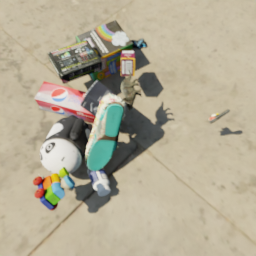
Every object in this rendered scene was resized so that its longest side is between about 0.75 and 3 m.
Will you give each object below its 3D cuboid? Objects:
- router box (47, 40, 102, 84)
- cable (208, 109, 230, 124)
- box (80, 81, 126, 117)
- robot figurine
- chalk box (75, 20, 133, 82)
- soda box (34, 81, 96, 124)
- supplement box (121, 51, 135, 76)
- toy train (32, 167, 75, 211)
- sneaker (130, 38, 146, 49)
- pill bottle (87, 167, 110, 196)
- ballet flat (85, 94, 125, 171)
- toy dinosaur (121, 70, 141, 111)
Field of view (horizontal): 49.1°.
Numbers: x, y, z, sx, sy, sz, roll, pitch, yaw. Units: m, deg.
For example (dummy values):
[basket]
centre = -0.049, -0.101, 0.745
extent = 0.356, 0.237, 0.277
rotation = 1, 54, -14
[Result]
[router box]
centre = -1.961, -2.467, 10.383
extent = 1.640, 0.509, 1.229
rotation = -24, 67, -19
[cable]
centre = 3.040, -0.418, 9.512
extent = 0.495, 1.019, 0.256
rotation = -31, 80, -15
[box]
centre = -0.883, -0.831, 10.050
extent = 1.426, 1.055, 0.744
rotation = 38, 63, -7
[robot figurine]
centre = -2.157, 0.544, 9.806
extent = 1.466, 1.765, 2.349
rotation = 1, 37, 10
[chalk box]
centre = -1.235, -3.138, 11.932
extent = 2.475, 1.534, 1.545
rotation = -27, 69, -12
[soda box]
centre = -2.244, -0.975, 11.211
extent = 2.698, 0.856, 0.945
rotation = 15, 65, 8
[supplement box]
centre = -0.011, -2.450, 10.587
extent = 0.519, 0.668, 1.211
rotation = 1, 28, 0
[toy train]
centre = -2.294, 1.586, 8.668
extent = 1.067, 0.781, 1.845
rotation = -36, 31, -4
[sneaker]
centre = 0.350, -3.846, 12.935
extent = 0.981, 0.359, 0.402
rotation = -18, 65, -9
[pill bottle]
centre = -1.008, 1.841, 9.863
extent = 0.590, 0.590, 1.063
rotation = -21, 53, -10
[ballet flat]
centre = -0.775, 0.132, 9.331
extent = 1.076, 2.845, 0.909
rotation = 10, 30, -24
[toy dinosaur]
centre = 0.046, -1.275, 9.232
extent = 0.713, 0.537, 1.394
rotation = -12, 86, 2
